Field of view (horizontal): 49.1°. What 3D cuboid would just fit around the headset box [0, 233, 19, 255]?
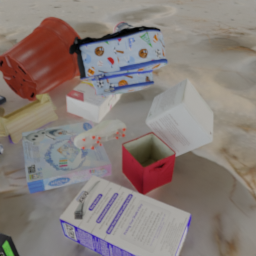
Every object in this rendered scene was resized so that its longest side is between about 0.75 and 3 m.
[{"bbox_3d":[-2.644,2.938,4.565,1.003,1.882,2.162,10,37,14],"label":"headset box"}]

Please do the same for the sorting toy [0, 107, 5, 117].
[{"bbox_3d":[-5.931,-0.175,9.619,2.710,0.363,2.019,5,43,-1],"label":"sorting toy"}]

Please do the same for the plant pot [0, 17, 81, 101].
[{"bbox_3d":[-3.570,-2.674,11.533,2.793,2.793,2.716,21,50,26],"label":"plant pot"}]

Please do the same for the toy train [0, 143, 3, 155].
[{"bbox_3d":[-4.992,0.537,8.146,2.401,1.368,1.023,-7,37,-11],"label":"toy train"}]

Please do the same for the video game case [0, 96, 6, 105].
[{"bbox_3d":[-6.413,-0.740,10.780,1.911,0.254,2.675,19,42,23],"label":"video game case"}]

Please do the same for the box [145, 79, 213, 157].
[{"bbox_3d":[1.654,-0.325,8.739,1.369,1.591,1.598,-29,23,34],"label":"box"}]

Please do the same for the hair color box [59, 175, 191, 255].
[{"bbox_3d":[-0.062,2.221,6.380,2.601,0.843,1.422,19,43,20],"label":"hair color box"}]

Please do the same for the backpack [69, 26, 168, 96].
[{"bbox_3d":[-0.084,-2.246,9.251,2.748,2.223,2.885,-16,13,17],"label":"backpack"}]

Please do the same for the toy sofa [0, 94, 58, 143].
[{"bbox_3d":[-3.620,-0.346,9.897,0.876,1.033,2.116,1,29,45],"label":"toy sofa"}]

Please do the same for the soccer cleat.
[{"bbox_3d":[-0.864,0.163,8.339,1.751,0.607,0.679,-17,46,-32],"label":"soccer cleat"}]

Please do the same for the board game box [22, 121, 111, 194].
[{"bbox_3d":[-1.935,0.756,8.528,2.303,0.502,2.314,-11,38,-16],"label":"board game box"}]

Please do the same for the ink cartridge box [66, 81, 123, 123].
[{"bbox_3d":[-1.203,-1.322,10.971,1.391,0.806,2.388,19,40,13],"label":"ink cartridge box"}]

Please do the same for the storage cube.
[{"bbox_3d":[0.534,0.991,7.758,1.070,1.125,1.251,-21,43,-25],"label":"storage cube"}]

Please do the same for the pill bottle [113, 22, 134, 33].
[{"bbox_3d":[0.033,-5.311,16.076,1.124,1.124,1.880,-19,42,-23],"label":"pill bottle"}]
